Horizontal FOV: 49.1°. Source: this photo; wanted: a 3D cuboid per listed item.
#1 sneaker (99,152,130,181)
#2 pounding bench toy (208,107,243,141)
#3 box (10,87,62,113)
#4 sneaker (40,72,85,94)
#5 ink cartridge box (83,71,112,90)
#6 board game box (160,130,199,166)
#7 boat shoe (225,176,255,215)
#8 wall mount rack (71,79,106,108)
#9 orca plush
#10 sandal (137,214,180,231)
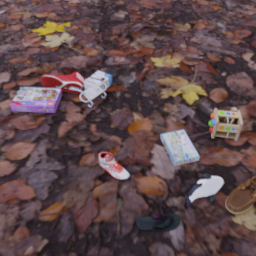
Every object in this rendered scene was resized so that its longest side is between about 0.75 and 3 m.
[{"bbox_3d":[-0.510,1.313,9.728,1.273,0.682,0.425,26,50,25],"label":"sneaker"},{"bbox_3d":[3.837,-0.315,11.271,1.110,0.884,1.423,7,42,7],"label":"pounding bench toy"},{"bbox_3d":[-4.115,-1.272,12.647,1.962,0.384,1.342,3,44,3],"label":"box"},{"bbox_3d":[-3.082,-2.257,13.556,2.033,0.797,1.174,16,36,-1],"label":"sneaker"},{"bbox_3d":[-1.444,-2.175,13.509,0.861,0.502,1.191,23,48,22],"label":"ink cartridge box"},{"bbox_3d":[1.941,0.725,10.658,0.984,0.250,1.463,-11,45,-10],"label":"board game box"},{"bbox_3d":[3.918,2.002,9.001,2.044,0.690,0.736,-26,49,-25],"label":"boat shoe"},{"bbox_3d":[-1.770,-1.664,12.681,1.314,0.564,1.512,48,56,5],"label":"wall mount rack"},{"bbox_3d":[2.360,2.071,9.209,1.687,0.600,0.888,-37,99,-26],"label":"orca plush"},{"bbox_3d":[0.937,2.826,8.399,1.356,0.325,0.510,-5,44,-7],"label":"sandal"}]
